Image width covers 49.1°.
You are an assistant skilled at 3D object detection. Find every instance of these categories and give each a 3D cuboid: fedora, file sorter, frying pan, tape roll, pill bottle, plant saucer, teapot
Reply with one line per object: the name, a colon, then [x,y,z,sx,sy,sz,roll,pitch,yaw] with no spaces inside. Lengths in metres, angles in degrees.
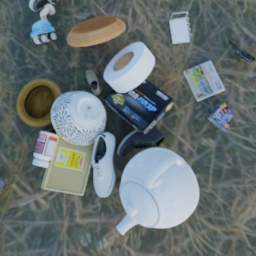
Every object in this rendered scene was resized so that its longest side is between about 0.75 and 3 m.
fedora: [-3.199,-0.891,10.417,1.815,0.740,1.815,0,84,1]
file sorter: [2.052,-3.917,10.970,0.682,0.612,0.984,-7,81,-1]
frying pan: [4.359,-2.888,10.856,1.281,0.208,0.775,34,39,9]
tape roll: [0.013,-2.133,9.914,1.860,1.860,0.651,-51,124,-7]
pill bottle: [-2.765,0.718,9.280,0.611,0.611,1.115,14,82,2]
plant saucer: [-1.217,-3.609,10.276,2.228,2.228,0.417,-18,124,-3]
teapot: [0.715,2.041,8.746,2.031,2.745,2.781,-25,106,-41]

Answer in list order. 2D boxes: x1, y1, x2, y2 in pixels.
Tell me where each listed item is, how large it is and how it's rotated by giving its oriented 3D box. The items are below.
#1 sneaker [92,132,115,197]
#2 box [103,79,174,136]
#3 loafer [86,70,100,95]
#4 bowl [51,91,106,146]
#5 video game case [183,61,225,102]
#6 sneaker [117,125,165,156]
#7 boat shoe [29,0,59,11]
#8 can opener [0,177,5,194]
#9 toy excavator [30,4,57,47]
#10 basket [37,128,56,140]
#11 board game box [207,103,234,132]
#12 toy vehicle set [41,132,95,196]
sneaker: [-0.972,1.299,9.868,0.843,0.817,2.308,-1,85,26]
box: [0.371,-0.944,10.250,1.652,0.478,2.078,-45,65,-7]
loafer: [-1.329,-1.770,10.697,0.399,0.360,1.053,-24,79,-6]
bowl: [-1.544,-0.503,9.753,2.066,0.970,2.066,11,66,-27]
video game case: [2.934,-1.818,10.870,1.175,0.148,1.291,-23,83,-4]
sneaker: [0.462,0.569,10.097,1.735,0.649,0.921,-42,62,-7]
boat shoe: [-3.073,-5.200,11.058,1.825,0.645,0.581,-39,69,0]
can opener: [-4.763,2.981,9.903,0.809,0.645,2.418,23,82,-19]
toy excavator: [-3.205,-3.939,10.660,1.319,0.678,1.357,-34,114,-43]
basket: [-2.693,0.525,10.201,0.745,0.714,1.000,-45,84,-5]
board game box: [3.538,-0.325,10.509,0.867,0.268,0.867,-41,97,-18]
toy vehicle set: [-2.021,1.113,9.946,1.471,0.314,2.368,19,81,-28]
